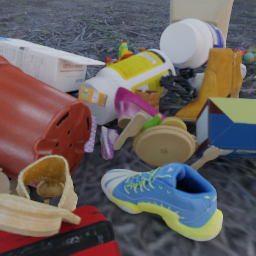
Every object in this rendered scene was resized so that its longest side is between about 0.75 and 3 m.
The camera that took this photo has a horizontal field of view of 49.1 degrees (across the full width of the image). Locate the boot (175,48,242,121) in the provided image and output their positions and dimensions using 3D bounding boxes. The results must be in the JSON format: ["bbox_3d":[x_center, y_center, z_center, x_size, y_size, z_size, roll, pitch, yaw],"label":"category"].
[{"bbox_3d":[2.279,-1.286,7.927,2.604,1.864,0.916,-18,22,-32],"label":"boot"}]

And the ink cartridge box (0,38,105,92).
[{"bbox_3d":[-2.329,-1.694,7.821,2.938,0.980,1.702,18,17,13],"label":"ink cartridge box"}]

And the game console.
[{"bbox_3d":[-1.262,2.231,4.058,2.265,1.344,1.952,-12,1,-20],"label":"game console"}]

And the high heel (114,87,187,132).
[{"bbox_3d":[0.671,-0.203,6.771,2.314,0.779,1.110,17,46,-25],"label":"high heel"}]

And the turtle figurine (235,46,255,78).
[{"bbox_3d":[5.353,-2.925,12.019,1.697,1.141,2.267,23,32,33],"label":"turtle figurine"}]

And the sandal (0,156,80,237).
[{"bbox_3d":[-1.000,0.760,3.613,0.940,2.564,0.843,15,76,-2],"label":"sandal"}]

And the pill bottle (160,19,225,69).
[{"bbox_3d":[2.417,-3.108,10.540,1.782,1.782,2.978,18,21,28],"label":"pill bottle"}]

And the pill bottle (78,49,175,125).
[{"bbox_3d":[-0.003,-1.254,8.499,2.751,1.572,1.572,-30,42,-32],"label":"pill bottle"}]

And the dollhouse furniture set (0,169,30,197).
[{"bbox_3d":[-2.473,0.789,5.238,1.235,1.449,0.707,21,40,32],"label":"dollhouse furniture set"}]

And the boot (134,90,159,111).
[{"bbox_3d":[0.655,-0.431,7.473,1.504,1.167,0.577,3,18,-25],"label":"boot"}]

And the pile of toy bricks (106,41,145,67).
[{"bbox_3d":[-0.117,-2.627,10.356,1.259,1.120,2.269,-11,-3,-18],"label":"pile of toy bricks"}]

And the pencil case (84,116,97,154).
[{"bbox_3d":[-0.968,0.142,6.602,0.379,0.904,0.386,10,8,20],"label":"pencil case"}]

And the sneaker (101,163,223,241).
[{"bbox_3d":[0.525,0.993,5.038,2.434,1.279,0.922,16,39,27],"label":"sneaker"}]

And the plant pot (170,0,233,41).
[{"bbox_3d":[3.251,-4.673,13.423,2.926,2.930,2.594,9,42,15],"label":"plant pot"}]

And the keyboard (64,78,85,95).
[{"bbox_3d":[-2.464,-1.667,9.516,2.139,1.359,0.220,-21,34,-30],"label":"keyboard"}]

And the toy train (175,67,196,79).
[{"bbox_3d":[1.517,-1.815,9.921,1.906,0.436,0.325,-6,12,43],"label":"toy train"}]

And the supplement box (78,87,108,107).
[{"bbox_3d":[-0.770,-0.686,6.268,0.307,0.317,0.921,15,1,17],"label":"supplement box"}]

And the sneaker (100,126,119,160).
[{"bbox_3d":[-0.416,0.361,7.033,0.514,0.467,1.162,7,30,-13],"label":"sneaker"}]

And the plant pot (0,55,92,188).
[{"bbox_3d":[-2.284,-0.038,5.875,2.492,2.563,2.563,22,36,17],"label":"plant pot"}]

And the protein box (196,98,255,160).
[{"bbox_3d":[2.365,0.080,6.169,1.509,1.026,1.520,3,-12,5],"label":"protein box"}]

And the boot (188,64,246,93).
[{"bbox_3d":[3.367,-1.633,9.739,2.407,0.885,1.151,-19,25,-14],"label":"boot"}]

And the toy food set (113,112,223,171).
[{"bbox_3d":[0.722,0.291,5.414,1.827,1.261,0.367,24,44,-17],"label":"toy food set"}]

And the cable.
[{"bbox_3d":[1.394,-1.158,7.946,1.118,0.348,1.371,17,28,-4],"label":"cable"}]
